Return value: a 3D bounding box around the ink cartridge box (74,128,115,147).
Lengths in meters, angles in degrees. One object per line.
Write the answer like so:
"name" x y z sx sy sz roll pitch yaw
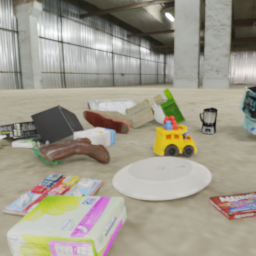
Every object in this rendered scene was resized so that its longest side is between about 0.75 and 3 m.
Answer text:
"ink cartridge box" -1.352 0.427 10.487 0.951 0.560 1.651 8 14 36

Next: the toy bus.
"toy bus" 1.579 0.278 9.369 1.368 1.313 0.928 -1 10 -13

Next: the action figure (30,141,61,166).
"action figure" -2.505 0.821 8.880 0.885 0.410 1.498 -7 22 -32

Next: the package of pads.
"package of pads" -0.926 1.556 4.387 1.532 0.522 1.183 -5 15 21

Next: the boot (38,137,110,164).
"boot" -1.629 0.793 8.296 1.739 0.559 1.621 -8 22 -42

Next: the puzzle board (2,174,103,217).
"puzzle board" -1.542 1.456 6.243 1.470 0.170 1.950 2 13 14

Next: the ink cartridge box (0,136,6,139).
"ink cartridge box" -5.161 0.560 10.121 1.283 0.435 0.739 0 11 1

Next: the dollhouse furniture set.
"dollhouse furniture set" 1.313 -0.665 14.429 2.606 1.308 1.707 -26 30 8

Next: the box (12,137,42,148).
"box" -3.834 0.547 10.800 0.795 0.200 1.101 1 11 6

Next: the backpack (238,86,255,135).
"backpack" 6.012 -0.720 11.676 2.578 2.186 2.903 12 22 1

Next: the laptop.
"laptop" -2.640 0.015 11.079 1.620 1.003 1.730 55 12 30

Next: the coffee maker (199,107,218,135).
"coffee maker" 3.774 -0.317 12.805 1.052 1.095 0.738 -14 21 -43

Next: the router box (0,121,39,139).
"router box" -4.232 0.065 11.384 1.407 0.583 1.878 -10 3 -37

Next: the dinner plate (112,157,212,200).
"dinner plate" 0.816 1.128 7.065 2.477 0.300 2.477 -5 13 1

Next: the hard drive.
"hard drive" -0.715 -0.920 15.442 2.755 0.521 1.925 -4 37 -18

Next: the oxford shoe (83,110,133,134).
"oxford shoe" -0.934 -0.408 13.101 2.462 0.867 0.921 19 40 18

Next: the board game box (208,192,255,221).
"board game box" 2.531 1.577 5.813 1.485 0.144 0.764 -3 11 -15

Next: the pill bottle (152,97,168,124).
"pill bottle" 1.987 -0.982 15.611 1.272 1.272 2.234 1 13 6
